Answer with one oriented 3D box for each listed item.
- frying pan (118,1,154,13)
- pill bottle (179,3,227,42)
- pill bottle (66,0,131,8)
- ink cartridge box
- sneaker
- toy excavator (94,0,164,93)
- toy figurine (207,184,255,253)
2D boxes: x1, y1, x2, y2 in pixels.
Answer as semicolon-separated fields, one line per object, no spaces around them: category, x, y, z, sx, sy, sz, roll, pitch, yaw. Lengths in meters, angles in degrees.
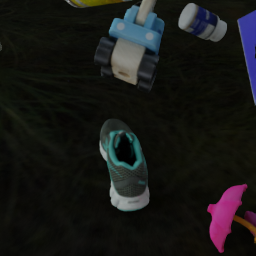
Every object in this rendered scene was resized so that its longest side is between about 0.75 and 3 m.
frying pan;0.368;-4.608;11.188;1.368;0.828;0.223;-10;55;27
pill bottle;2.413;-3.343;9.015;1.402;0.811;0.811;16;33;-21
pill bottle;-0.616;-4.359;7.923;2.868;1.566;1.566;14;38;39
ink cartridge box;3.906;-2.115;6.370;2.627;0.570;2.602;-19;67;38
sneaker;-0.081;0.471;6.608;1.094;1.287;2.821;-9;38;-11
toy excavator;0.355;-2.655;6.807;1.453;2.828;2.909;20;84;4
toy figurine;2.555;1.968;4.610;2.684;2.015;2.470;8;23;-26
